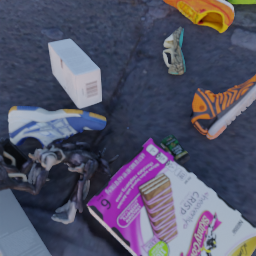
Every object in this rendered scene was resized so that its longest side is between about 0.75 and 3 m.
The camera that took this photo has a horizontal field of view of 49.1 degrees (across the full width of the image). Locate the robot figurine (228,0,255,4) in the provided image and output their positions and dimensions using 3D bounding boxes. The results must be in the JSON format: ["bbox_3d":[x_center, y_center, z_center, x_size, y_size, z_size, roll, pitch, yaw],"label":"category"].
[{"bbox_3d":[4.094,-4.743,9.191,2.116,1.224,1.857,-1,46,1],"label":"robot figurine"}]

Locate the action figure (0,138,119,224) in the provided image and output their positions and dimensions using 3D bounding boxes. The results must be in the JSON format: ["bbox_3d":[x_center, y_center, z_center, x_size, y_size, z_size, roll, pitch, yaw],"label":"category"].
[{"bbox_3d":[-1.617,1.006,6.041,2.981,1.521,1.771,4,21,-44],"label":"action figure"}]

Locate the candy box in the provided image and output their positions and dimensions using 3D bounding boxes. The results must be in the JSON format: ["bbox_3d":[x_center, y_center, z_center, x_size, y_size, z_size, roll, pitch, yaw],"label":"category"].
[{"bbox_3d":[0.892,1.950,5.838,2.979,0.909,2.031,40,70,14],"label":"candy box"}]

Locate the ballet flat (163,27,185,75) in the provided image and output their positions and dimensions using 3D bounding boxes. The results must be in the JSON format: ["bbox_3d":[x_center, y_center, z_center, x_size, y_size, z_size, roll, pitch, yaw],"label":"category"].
[{"bbox_3d":[1.362,-2.332,8.364,0.632,0.569,1.679,0,66,8],"label":"ballet flat"}]

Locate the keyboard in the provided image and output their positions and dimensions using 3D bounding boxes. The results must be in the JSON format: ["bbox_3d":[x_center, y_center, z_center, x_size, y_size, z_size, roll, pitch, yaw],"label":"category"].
[{"bbox_3d":[-3.484,1.193,5.977,0.262,1.619,2.548,29,65,31],"label":"keyboard"}]

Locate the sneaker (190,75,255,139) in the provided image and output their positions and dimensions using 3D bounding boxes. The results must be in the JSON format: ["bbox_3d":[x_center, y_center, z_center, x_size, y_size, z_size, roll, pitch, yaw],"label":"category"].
[{"bbox_3d":[2.428,-0.820,7.172,2.112,0.819,1.183,-44,66,1],"label":"sneaker"}]

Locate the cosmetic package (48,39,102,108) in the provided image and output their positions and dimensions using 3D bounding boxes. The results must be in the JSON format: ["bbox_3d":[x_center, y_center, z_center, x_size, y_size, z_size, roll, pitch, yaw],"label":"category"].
[{"bbox_3d":[-1.369,-1.427,7.090,0.695,0.954,1.877,-21,45,-24],"label":"cosmetic package"}]

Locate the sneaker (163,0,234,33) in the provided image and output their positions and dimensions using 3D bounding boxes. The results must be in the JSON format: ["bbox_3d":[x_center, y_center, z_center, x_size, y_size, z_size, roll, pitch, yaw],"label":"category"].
[{"bbox_3d":[2.150,-3.879,8.944,2.474,0.903,0.954,28,67,14],"label":"sneaker"}]

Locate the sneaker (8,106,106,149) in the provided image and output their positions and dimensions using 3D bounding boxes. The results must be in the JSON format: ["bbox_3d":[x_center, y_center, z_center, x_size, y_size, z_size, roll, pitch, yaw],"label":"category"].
[{"bbox_3d":[-1.737,0.046,7.005,2.366,0.891,1.043,2,86,-4],"label":"sneaker"}]

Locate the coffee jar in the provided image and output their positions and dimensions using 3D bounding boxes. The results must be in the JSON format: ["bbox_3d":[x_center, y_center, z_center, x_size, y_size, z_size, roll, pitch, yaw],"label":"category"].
[{"bbox_3d":[1.179,0.560,6.986,0.395,0.323,0.758,-30,67,-15],"label":"coffee jar"}]

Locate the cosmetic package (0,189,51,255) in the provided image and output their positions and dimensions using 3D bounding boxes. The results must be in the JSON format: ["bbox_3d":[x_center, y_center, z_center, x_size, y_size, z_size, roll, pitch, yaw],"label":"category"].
[{"bbox_3d":[-2.497,2.222,5.593,0.895,1.061,1.986,-9,55,-51],"label":"cosmetic package"}]
